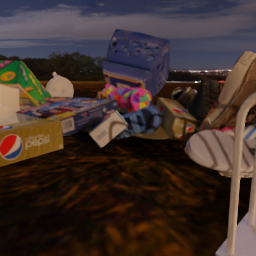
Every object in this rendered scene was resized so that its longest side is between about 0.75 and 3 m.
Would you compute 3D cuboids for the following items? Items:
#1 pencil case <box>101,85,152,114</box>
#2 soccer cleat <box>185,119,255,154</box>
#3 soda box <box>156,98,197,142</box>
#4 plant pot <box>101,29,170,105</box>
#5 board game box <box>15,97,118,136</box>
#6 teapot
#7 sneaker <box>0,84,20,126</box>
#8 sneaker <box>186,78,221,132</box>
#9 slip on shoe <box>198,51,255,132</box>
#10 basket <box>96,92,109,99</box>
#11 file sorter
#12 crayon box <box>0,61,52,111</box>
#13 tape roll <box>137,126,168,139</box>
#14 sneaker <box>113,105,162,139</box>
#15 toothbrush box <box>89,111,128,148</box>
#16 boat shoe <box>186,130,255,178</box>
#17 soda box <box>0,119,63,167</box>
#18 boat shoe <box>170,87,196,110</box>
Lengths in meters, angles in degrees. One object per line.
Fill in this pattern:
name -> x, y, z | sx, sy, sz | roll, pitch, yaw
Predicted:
pencil case -> -0.195, -1.192, 11.696 | 1.178, 1.178, 2.665 | -8, 15, -36
soccer cleat -> 1.983, 0.362, 5.153 | 1.823, 0.787, 0.637 | -17, -28, 13
soda box -> 1.023, -0.226, 6.379 | 0.486, 0.514, 1.518 | 10, 20, -11
plant pot -> 0.307, -2.653, 13.279 | 2.748, 2.470, 2.748 | 17, -27, 15
board game box -> -1.875, -0.364, 8.138 | 2.296, 0.708, 2.297 | 11, 24, 38
teapot -> -3.012, -1.546, 11.944 | 0.924, 1.249, 1.265 | 4, 49, 48
sneaker -> -3.848, -0.464, 7.028 | 0.962, 1.509, 2.612 | 8, 14, 27
sneaker -> 2.204, -0.589, 7.480 | 0.878, 1.247, 2.347 | 12, 20, -12
slip on shoe -> 2.021, -0.323, 5.366 | 0.728, 2.405, 0.914 | 34, 54, 17
basket -> -0.776, -0.769, 9.523 | 0.550, 0.771, 0.574 | -1, -31, -24
file sorter -> 2.186, 0.379, 2.630 | 1.747, 1.568, 2.518 | 9, 14, 38
crayon box -> -3.766, -1.163, 9.292 | 1.650, 0.809, 2.779 | 0, -18, 5
tape roll -> 0.693, -0.100, 7.640 | 1.341, 0.469, 1.341 | 2, 14, 0
sneaker -> 0.069, -0.064, 6.547 | 0.692, 0.622, 1.683 | -12, -6, -44
toothbrush box -> -0.391, 0.001, 5.831 | 0.690, 0.402, 0.942 | -39, 3, 3
boat shoe -> 1.613, 0.504, 4.233 | 1.809, 0.591, 0.666 | 10, 49, -18
soda box -> -2.194, 0.263, 5.531 | 0.609, 0.645, 1.904 | 7, 13, 33
boat shoe -> 2.175, -1.158, 10.783 | 0.954, 1.059, 2.995 | 37, 11, -3
